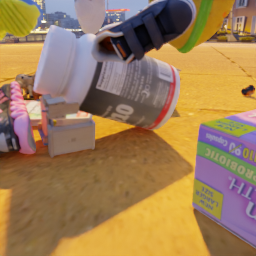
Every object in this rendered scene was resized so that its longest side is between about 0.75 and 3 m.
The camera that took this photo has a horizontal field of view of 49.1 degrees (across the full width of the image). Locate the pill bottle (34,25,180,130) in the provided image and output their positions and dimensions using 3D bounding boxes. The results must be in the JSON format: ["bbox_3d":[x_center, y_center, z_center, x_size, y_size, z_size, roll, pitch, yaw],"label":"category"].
[{"bbox_3d":[-0.483,-1.082,6.441,2.994,1.705,1.705,14,13,-24],"label":"pill bottle"}]

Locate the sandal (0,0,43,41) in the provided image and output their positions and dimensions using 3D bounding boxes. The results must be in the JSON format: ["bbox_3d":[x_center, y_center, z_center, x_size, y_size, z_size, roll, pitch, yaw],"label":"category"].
[{"bbox_3d":[-2.755,-2.723,6.778,2.299,0.914,1.001,10,45,40],"label":"sandal"}]

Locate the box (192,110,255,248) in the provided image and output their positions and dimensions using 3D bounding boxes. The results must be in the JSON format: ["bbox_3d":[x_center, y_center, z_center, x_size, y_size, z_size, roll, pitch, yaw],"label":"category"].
[{"bbox_3d":[2.660,0.604,3.618,2.700,1.305,2.375,-14,24,-31],"label":"box"}]

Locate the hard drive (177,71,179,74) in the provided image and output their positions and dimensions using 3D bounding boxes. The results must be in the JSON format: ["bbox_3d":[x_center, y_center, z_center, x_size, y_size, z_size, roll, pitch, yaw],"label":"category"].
[{"bbox_3d":[1.191,-3.054,15.064,2.583,0.328,1.704,-4,21,-12],"label":"hard drive"}]

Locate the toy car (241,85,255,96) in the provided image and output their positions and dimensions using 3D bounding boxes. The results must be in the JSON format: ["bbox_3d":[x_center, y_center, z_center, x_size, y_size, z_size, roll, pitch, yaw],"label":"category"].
[{"bbox_3d":[4.588,-1.172,10.211,0.340,0.502,1.023,38,19,-34],"label":"toy car"}]

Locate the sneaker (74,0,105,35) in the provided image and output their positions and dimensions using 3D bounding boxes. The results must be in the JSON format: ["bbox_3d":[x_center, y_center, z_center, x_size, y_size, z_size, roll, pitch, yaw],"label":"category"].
[{"bbox_3d":[-1.313,-3.966,8.236,0.866,2.295,1.306,-15,25,-19],"label":"sneaker"}]

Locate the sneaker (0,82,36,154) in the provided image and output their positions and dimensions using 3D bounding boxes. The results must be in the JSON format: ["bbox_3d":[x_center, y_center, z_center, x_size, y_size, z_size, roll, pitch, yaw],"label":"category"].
[{"bbox_3d":[-2.880,-0.223,6.181,1.305,1.081,2.737,-17,30,-18],"label":"sneaker"}]

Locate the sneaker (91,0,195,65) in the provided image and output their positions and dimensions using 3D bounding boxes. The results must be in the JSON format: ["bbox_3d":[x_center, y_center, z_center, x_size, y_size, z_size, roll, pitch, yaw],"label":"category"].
[{"bbox_3d":[0.089,-0.696,2.134,0.853,0.334,0.339,-13,37,33],"label":"sneaker"}]

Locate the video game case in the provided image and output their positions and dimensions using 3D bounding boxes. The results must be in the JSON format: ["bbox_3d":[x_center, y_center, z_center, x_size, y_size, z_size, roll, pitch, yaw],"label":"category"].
[{"bbox_3d":[-2.343,-0.460,8.126,2.589,0.226,1.851,-1,20,-2],"label":"video game case"}]

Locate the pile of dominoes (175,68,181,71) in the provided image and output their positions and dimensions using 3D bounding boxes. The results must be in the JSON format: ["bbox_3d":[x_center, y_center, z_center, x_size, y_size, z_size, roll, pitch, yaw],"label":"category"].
[{"bbox_3d":[1.534,-3.068,14.487,1.953,0.311,1.523,3,19,-18],"label":"pile of dominoes"}]

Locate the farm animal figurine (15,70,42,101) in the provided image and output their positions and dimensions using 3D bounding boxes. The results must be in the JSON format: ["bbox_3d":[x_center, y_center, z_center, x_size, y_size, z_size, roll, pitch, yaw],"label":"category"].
[{"bbox_3d":[-3.324,-1.686,10.331,1.917,1.011,1.938,3,20,8],"label":"farm animal figurine"}]

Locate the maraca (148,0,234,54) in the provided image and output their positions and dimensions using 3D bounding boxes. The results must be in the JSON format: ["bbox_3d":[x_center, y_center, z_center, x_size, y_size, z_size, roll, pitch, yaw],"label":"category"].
[{"bbox_3d":[1.058,-2.461,4.394,1.370,2.561,1.756,0,40,-10],"label":"maraca"}]

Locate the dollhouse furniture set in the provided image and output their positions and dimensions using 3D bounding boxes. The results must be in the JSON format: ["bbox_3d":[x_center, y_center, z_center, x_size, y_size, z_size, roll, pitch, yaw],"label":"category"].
[{"bbox_3d":[-1.389,-0.277,6.009,0.921,1.332,1.411,-10,34,-26],"label":"dollhouse furniture set"}]
